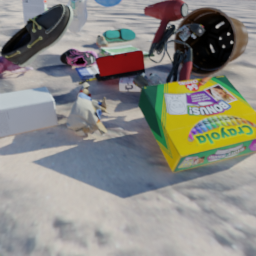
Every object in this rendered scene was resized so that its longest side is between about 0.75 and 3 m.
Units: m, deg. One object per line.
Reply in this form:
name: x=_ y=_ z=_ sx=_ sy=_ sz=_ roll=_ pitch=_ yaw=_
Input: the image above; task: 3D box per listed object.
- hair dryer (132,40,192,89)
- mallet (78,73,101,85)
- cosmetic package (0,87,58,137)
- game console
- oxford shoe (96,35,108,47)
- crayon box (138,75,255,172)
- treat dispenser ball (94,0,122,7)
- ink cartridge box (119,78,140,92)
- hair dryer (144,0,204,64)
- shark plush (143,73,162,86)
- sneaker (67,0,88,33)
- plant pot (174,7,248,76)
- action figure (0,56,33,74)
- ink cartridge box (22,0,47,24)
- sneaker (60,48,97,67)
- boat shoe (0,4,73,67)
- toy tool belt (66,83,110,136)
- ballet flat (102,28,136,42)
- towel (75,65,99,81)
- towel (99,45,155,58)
hair dryer: x=1.693 y=-1.292 z=8.719 sx=2.849 sy=2.170 sz=0.774 roll=48 pitch=6 yaw=9
mallet: x=-1.597 y=-2.023 z=11.607 sx=1.001 sy=0.206 sz=0.330 roll=-15 pitch=72 yaw=-19
cosmetic package: x=-3.342 y=-0.474 z=8.318 sx=2.213 sy=0.898 sz=1.249 roll=-11 pitch=32 yaw=-21
game console: x=-0.285 y=-2.556 z=11.079 sx=1.795 sy=1.065 sz=1.547 roll=-9 pitch=26 yaw=2
oxford shoe: x=-1.613 y=-5.240 z=16.931 sx=0.542 sy=0.566 sz=1.533 roll=-14 pitch=33 yaw=-23
crayon box: x=1.930 y=-0.245 z=7.325 sx=2.673 sy=0.779 sz=2.306 roll=-11 pitch=51 yaw=-18
treat dispenser ball: x=-0.793 y=-5.620 z=11.009 sx=1.597 sy=1.597 sz=1.597 roll=0 pitch=30 yaw=0
ink cartridge box: x=0.080 y=-1.696 z=10.974 sx=0.819 sy=0.345 sz=0.593 roll=2 pitch=30 yaw=4
hair dryer: x=1.189 y=-3.566 z=9.570 sx=1.979 sy=0.706 sz=2.598 roll=-30 pitch=52 yaw=11
shark plush: x=0.933 y=-1.658 z=10.463 sx=0.858 sy=0.787 sz=1.889 roll=0 pitch=30 yaw=-1
sneaker: x=-1.938 y=-4.610 z=10.446 sx=0.903 sy=2.399 sz=1.062 roll=22 pitch=38 yaw=-4
plant pot: x=4.009 y=-3.954 z=12.771 sx=2.803 sy=2.803 sz=2.775 roll=23 pitch=30 yaw=34
action figure: x=-5.599 y=-2.595 z=12.158 sx=2.202 sy=1.640 sz=1.475 roll=-45 pitch=23 yaw=-27
ink cartridge box: x=-3.764 y=-5.024 z=11.265 sx=0.890 sy=1.634 sz=0.411 roll=4 pitch=25 yaw=-2
sneaker: x=-2.477 y=-3.188 z=13.062 sx=2.081 sy=0.822 sz=0.993 roll=7 pitch=35 yaw=29
boat shoe: x=-2.688 y=-2.723 z=8.168 sx=0.760 sy=2.523 sz=0.899 roll=16 pitch=44 yaw=-58
toy tool belt: x=-1.088 y=-0.477 z=8.354 sx=1.143 sy=1.162 sz=1.861 roll=25 pitch=28 yaw=-13
ballet flat: x=-0.653 y=-5.922 z=17.921 sx=2.368 sy=0.797 sz=0.833 roll=-12 pitch=12 yaw=-32
towel: x=-1.152 y=-2.611 z=12.659 sx=2.263 sy=0.269 sz=1.662 roll=-10 pitch=31 yaw=-16
towel: x=-0.186 y=-3.982 z=14.762 sx=2.128 sy=0.326 sz=2.790 roll=-11 pitch=26 yaw=-21
